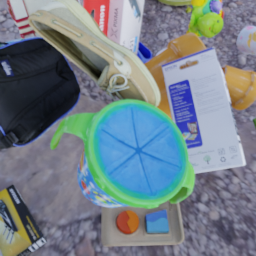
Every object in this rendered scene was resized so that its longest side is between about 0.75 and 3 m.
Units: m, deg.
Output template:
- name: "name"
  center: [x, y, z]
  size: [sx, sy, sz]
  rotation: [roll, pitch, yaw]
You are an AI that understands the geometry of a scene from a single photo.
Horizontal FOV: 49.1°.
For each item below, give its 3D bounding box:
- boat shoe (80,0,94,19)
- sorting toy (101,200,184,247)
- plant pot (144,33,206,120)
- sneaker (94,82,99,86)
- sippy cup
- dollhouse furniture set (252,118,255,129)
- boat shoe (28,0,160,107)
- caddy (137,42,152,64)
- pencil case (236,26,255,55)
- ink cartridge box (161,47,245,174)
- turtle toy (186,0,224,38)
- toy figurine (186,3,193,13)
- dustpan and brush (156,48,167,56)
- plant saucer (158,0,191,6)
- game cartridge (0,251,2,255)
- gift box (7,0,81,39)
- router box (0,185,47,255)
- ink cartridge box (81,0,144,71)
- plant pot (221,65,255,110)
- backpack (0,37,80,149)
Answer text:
- name: "boat shoe"
  center: [-0.904, -4.646, 9.058]
  size: [1.059, 2.879, 0.961]
  rotation: [-14, 81, -20]
- name: "sorting toy"
  center: [0.312, 1.775, 7.798]
  size: [2.106, 0.378, 2.826]
  rotation: [-2, 52, -2]
- name: "plant pot"
  center: [1.290, -1.276, 8.987]
  size: [2.456, 2.683, 2.683]
  rotation: [-23, 54, 3]
- name: "sneaker"
  center: [-0.547, -1.220, 7.525]
  size: [0.745, 0.624, 1.684]
  rotation: [-5, 13, -3]
- name: "sippy cup"
  center: [-0.120, 0.704, 5.375]
  size: [1.942, 1.812, 2.473]
  rotation: [-29, 80, -34]
- name: "dollhouse furniture set"
  center: [3.133, -0.102, 5.408]
  size: [0.852, 2.206, 1.102]
  rotation: [-20, 82, 12]
- name: "boat shoe"
  center: [-0.621, -1.286, 5.488]
  size: [2.907, 1.060, 0.915]
  rotation: [47, 59, -5]
- name: "caddy"
  center: [0.235, -2.891, 11.146]
  size: [1.119, 0.831, 1.583]
  rotation: [-27, 57, -21]
- name: "pencil case"
  center: [3.812, -2.354, 7.760]
  size: [0.895, 0.820, 1.972]
  rotation: [16, 19, -10]
- name: "ink cartridge box"
  center: [1.778, -0.372, 6.800]
  size: [1.417, 0.559, 2.850]
  rotation: [-14, 80, 27]
- name: "turtle toy"
  center: [2.645, -3.733, 9.537]
  size: [1.131, 1.631, 2.238]
  rotation: [11, 39, 11]
- name: "toy figurine"
  center: [3.343, -5.873, 13.689]
  size: [0.585, 0.515, 0.977]
  rotation: [40, 61, 20]
- name: "dustpan and brush"
  center: [1.258, -2.435, 11.046]
  size: [2.101, 0.601, 1.466]
  rotation: [-18, 53, -22]
- name: "plant saucer"
  center: [2.493, -7.009, 14.543]
  size: [2.683, 0.417, 2.683]
  rotation: [-1, 50, 1]
- name: "game cartridge"
  center: [-4.017, 3.524, 6.025]
  size: [2.730, 0.567, 1.818]
  rotation: [-36, 64, -10]
- name: "gift box"
  center: [-2.476, -3.389, 8.647]
  size: [2.166, 2.141, 2.320]
  rotation: [-15, 14, 1]
- name: "router box"
  center: [-3.150, 2.557, 7.127]
  size: [1.420, 0.472, 1.806]
  rotation: [-32, 59, -23]
- name: "ink cartridge box"
  center: [-0.343, -2.761, 7.335]
  size: [0.526, 2.351, 2.071]
  rotation: [23, 36, 23]
- name: "plant pot"
  center: [2.740, -1.131, 7.307]
  size: [0.963, 1.052, 1.052]
  rotation: [25, 52, -13]
- name: "backpack"
  center: [-2.328, -0.840, 6.035]
  size: [1.617, 2.013, 2.200]
  rotation: [-5, 28, 43]
